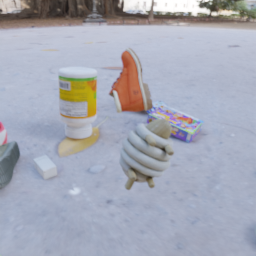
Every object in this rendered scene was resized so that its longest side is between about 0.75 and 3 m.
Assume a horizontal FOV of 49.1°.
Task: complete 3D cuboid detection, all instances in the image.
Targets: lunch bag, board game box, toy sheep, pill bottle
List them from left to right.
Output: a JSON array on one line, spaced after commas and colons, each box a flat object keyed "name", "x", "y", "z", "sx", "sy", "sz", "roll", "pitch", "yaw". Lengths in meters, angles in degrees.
[{"name": "pill bottle", "x": -2.068, "y": -1.029, "z": 11.598, "sx": 1.530, "sy": 2.755, "sz": 1.530, "roll": 3, "pitch": 21, "yaw": -1}, {"name": "toy sheep", "x": 0.364, "y": 0.595, "z": 5.996, "sx": 1.240, "sy": 1.798, "sz": 1.240, "roll": 30, "pitch": 13, "yaw": -8}, {"name": "lunch bag", "x": 1.441, "y": -0.907, "z": 13.985, "sx": 1.083, "sy": 0.511, "sz": 1.352, "roll": -11, "pitch": 28, "yaw": -17}, {"name": "board game box", "x": 2.069, "y": -0.241, "z": 12.287, "sx": 2.085, "sy": 0.467, "sz": 1.402, "roll": 26, "pitch": 36, "yaw": 22}]

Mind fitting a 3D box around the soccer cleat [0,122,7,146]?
[{"name": "soccer cleat", "x": -5.391, "y": 0.707, "z": 10.230, "sx": 0.912, "sy": 1.045, "sz": 2.733, "roll": 5, "pitch": 27, "yaw": 10}]

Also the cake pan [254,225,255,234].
[{"name": "cake pan", "x": 3.817, "y": 2.796, "z": 7.066, "sx": 1.197, "sy": 0.219, "sz": 1.197, "roll": 0, "pitch": 27, "yaw": 0}]

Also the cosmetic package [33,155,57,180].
[{"name": "cosmetic package", "x": -2.878, "y": 1.351, "z": 9.697, "sx": 0.488, "sy": 0.385, "sz": 0.907, "roll": -17, "pitch": 32, "yaw": -32}]

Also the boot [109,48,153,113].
[{"name": "boot", "x": -0.080, "y": -1.376, "z": 8.052, "sx": 1.122, "sy": 0.785, "sz": 2.093, "roll": -14, "pitch": 65, "yaw": 1}]

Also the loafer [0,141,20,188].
[{"name": "loafer", "x": -4.384, "y": 1.269, "z": 9.470, "sx": 0.863, "sy": 0.931, "sz": 2.476, "roll": -10, "pitch": 21, "yaw": -1}]
